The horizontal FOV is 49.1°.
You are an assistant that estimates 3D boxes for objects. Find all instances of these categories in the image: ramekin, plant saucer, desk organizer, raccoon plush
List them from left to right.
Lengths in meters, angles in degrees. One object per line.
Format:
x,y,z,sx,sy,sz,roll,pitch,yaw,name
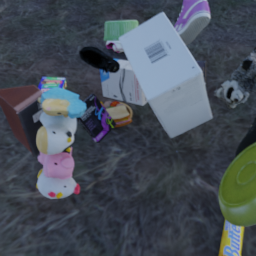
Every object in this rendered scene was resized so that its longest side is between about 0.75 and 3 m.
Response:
-2.339,-0.217,6.573,0.805,2.090,0.749,39,62,14,desk organizer
-0.181,-2.705,7.792,1.026,0.501,1.026,-3,19,1,ramekin
3.412,-1.411,8.095,1.019,1.411,2.107,48,46,3,raccoon plush
2.318,0.905,5.224,0.298,1.917,1.917,36,50,-6,plant saucer

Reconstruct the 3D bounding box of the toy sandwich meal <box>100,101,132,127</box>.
-0.525,-0.619,10.826,1.543,0.528,1.543,0,46,0,toy sandwich meal

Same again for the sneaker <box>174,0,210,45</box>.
2.102,-3.901,10.203,0.830,2.291,1.306,3,73,-28,sneaker

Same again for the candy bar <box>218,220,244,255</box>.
3.000,2.644,7.853,0.647,0.288,2.596,16,47,15,candy bar

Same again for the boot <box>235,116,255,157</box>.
3.611,-0.229,6.759,0.855,2.369,1.789,39,35,22,boot

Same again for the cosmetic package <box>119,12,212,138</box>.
0.935,-1.171,6.764,1.248,2.029,2.023,-28,58,10,cosmetic package

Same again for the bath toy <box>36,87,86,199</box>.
-1.450,0.565,5.997,1.017,2.752,1.197,21,36,12,bath toy

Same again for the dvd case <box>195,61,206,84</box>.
2.299,-1.849,9.499,0.644,0.867,0.069,3,36,16,dvd case

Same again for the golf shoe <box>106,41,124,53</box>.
-0.173,-4.072,14.130,2.141,0.806,0.980,28,69,26,golf shoe

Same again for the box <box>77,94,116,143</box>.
-0.880,-0.249,7.408,0.780,1.090,0.197,-48,22,-28,box

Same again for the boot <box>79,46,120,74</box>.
-0.883,-1.773,7.075,1.314,0.486,1.076,29,14,15,boot

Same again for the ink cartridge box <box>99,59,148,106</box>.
0.102,-1.459,8.972,2.008,1.163,0.670,16,38,30,ink cartridge box

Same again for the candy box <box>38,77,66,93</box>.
-3.241,-1.601,11.819,1.029,0.469,1.217,3,47,1,candy box
